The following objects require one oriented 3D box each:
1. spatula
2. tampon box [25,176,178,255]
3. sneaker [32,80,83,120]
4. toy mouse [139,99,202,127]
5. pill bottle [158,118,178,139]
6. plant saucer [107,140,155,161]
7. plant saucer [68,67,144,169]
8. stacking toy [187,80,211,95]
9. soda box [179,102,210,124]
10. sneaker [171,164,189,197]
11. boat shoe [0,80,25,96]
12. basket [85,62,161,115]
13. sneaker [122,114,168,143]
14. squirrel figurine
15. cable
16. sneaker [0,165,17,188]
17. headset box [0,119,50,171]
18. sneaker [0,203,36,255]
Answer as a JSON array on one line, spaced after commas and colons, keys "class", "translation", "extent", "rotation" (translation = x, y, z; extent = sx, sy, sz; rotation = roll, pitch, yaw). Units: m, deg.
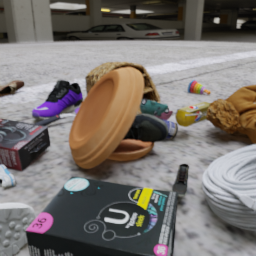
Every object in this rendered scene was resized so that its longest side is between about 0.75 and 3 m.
[{"class": "spatula", "translation": [-2.386, -0.419, 10.607], "extent": [2.649, 0.272, 0.749], "rotation": [-19, 45, -29]}, {"class": "tampon box", "translation": [-0.284, 1.714, 4.312], "extent": [1.910, 1.206, 1.432], "rotation": [5, 22, 13]}, {"class": "sneaker", "translation": [-2.884, -1.238, 11.438], "extent": [0.973, 1.392, 2.798], "rotation": [11, 24, 25]}, {"class": "toy mouse", "translation": [1.037, -0.538, 9.565], "extent": [2.439, 0.531, 2.744], "rotation": [16, 2, 5]}, {"class": "pill bottle", "translation": [1.059, -0.009, 9.121], "extent": [1.018, 0.569, 0.569], "rotation": [15, 18, -16]}, {"class": "plant saucer", "translation": [-0.165, 0.487, 8.526], "extent": [1.953, 0.365, 1.953], "rotation": [-1, 22, 0]}, {"class": "plant saucer", "translation": [-0.749, -0.392, 7.520], "extent": [0.562, 3.000, 3.000], "rotation": [30, 9, -27]}, {"class": "stacking toy", "translation": [3.768, -2.014, 14.612], "extent": [1.189, 0.690, 0.652], "rotation": [27, 33, 28]}, {"class": "soda box", "translation": [2.686, -0.585, 10.943], "extent": [1.632, 0.553, 0.522], "rotation": [-17, 28, -37]}, {"class": "sneaker", "translation": [1.134, 1.108, 6.042], "extent": [0.326, 0.463, 0.872], "rotation": [7, 18, 12]}, {"class": "boat shoe", "translation": [-6.090, -2.014, 14.524], "extent": [0.621, 0.655, 1.730], "rotation": [20, 38, 33]}, {"class": "basket", "translation": [-0.115, -1.734, 11.843], "extent": [2.110, 2.021, 2.832], "rotation": [17, 28, 39]}, {"class": "sneaker", "translation": [-0.136, 0.125, 7.928], "extent": [2.410, 0.921, 1.381], "rotation": [13, 31, 19]}, {"class": "squirrel figurine", "translation": [3.675, -0.212, 9.005], "extent": [2.344, 1.659, 2.188], "rotation": [0, 34, 2]}, {"class": "cable", "translation": [2.653, 1.054, 5.620], "extent": [2.272, 0.786, 2.271], "rotation": [-27, 12, -21]}, {"class": "sneaker", "translation": [-3.094, 1.194, 6.828], "extent": [0.390, 0.338, 0.901], "rotation": [-25, 32, -37]}, {"class": "headset box", "translation": [-3.252, 0.439, 7.955], "extent": [1.869, 0.722, 1.391], "rotation": [9, 29, 17]}, {"class": "sneaker", "translation": [-2.903, 1.818, 4.418], "extent": [2.794, 1.067, 1.125], "rotation": [-15, 17, -37]}]
